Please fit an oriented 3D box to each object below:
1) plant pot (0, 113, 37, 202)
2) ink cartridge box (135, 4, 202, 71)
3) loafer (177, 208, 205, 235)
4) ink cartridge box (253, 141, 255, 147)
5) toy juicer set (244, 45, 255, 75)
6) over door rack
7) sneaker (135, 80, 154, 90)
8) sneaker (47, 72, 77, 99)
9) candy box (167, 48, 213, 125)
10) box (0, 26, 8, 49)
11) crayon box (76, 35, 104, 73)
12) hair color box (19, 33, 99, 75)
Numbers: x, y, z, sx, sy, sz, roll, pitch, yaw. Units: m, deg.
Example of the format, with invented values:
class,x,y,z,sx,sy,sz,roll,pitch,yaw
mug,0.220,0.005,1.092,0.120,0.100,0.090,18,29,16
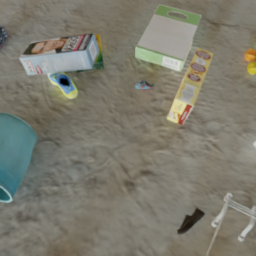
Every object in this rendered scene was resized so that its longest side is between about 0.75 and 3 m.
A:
class,x,y,z,sx,sy,sz,roll,pitch,yaw
plant pot,-4.166,0.807,8.954,2.346,2.346,2.204,18,54,9
ink cartridge box,1.797,-4.011,12.276,2.107,0.694,2.896,20,62,11
loafer,1.890,2.895,8.711,1.062,0.388,0.379,-38,65,-9
ink cartridge box,5.678,0.895,9.570,1.533,0.899,2.093,-25,66,-13
toy juicer set,5.852,-2.513,11.478,1.650,0.706,2.594,-18,64,-10
over door rack,3.325,3.480,8.187,1.905,0.859,2.578,25,61,14
sneaker,0.677,-1.730,11.125,0.804,0.319,0.384,-8,105,-22
sneaker,-2.646,-1.976,11.043,0.675,0.936,1.783,-42,70,-16
candy box,2.316,-1.541,10.504,0.704,1.469,2.546,24,65,6
box,-5.876,-3.923,12.290,0.671,0.582,1.098,11,63,6
crayon box,-1.731,-3.309,12.016,1.184,0.486,1.884,-9,62,-4
hair color box,-2.649,-2.878,10.956,2.709,0.821,1.341,-3,44,14
